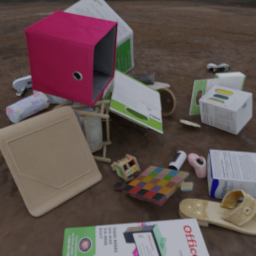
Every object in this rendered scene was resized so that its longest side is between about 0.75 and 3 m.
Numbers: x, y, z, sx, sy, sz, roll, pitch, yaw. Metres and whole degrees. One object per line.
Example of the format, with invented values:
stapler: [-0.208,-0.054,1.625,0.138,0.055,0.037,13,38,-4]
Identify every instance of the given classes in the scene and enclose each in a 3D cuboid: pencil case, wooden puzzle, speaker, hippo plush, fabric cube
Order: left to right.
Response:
pencil case: [-4.049,-0.830,11.403,0.786,0.721,1.734,24,39,27]
wooden puzzle: [-2.113,0.821,7.721,2.245,2.427,0.452,-26,2,-35]
fabric cube: [-1.658,-2.214,8.726,2.067,2.035,2.074,16,41,9]
hippo plush: [-1.726,-0.782,10.140,2.428,1.952,1.934,-16,35,-24]
wooden puzzle: [0.724,1.512,7.603,2.240,0.157,1.328,4,27,46]
speaker: [1.531,1.072,8.723,0.329,0.329,0.810,17,36,25]

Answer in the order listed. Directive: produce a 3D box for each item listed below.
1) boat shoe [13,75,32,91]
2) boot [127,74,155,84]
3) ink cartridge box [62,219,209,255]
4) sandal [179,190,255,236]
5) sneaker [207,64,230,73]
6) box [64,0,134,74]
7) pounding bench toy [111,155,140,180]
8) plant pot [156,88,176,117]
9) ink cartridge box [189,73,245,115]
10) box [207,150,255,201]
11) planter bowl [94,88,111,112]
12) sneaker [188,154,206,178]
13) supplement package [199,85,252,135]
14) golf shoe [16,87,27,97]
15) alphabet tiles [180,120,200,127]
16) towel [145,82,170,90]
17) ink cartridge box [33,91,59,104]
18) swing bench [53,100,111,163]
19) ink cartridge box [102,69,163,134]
boat shoe: [-4.709,-2.407,14.016,2.121,0.742,0.703,-22,39,-19]
boot: [0.642,-2.474,13.956,1.347,0.489,1.224,-17,42,12]
ink cartridge box: [0.179,2.829,5.069,2.668,1.120,1.932,-3,35,-5]
sandal: [2.599,1.922,6.829,2.626,0.864,0.963,3,33,5]
sneaker: [5.036,-3.272,15.644,1.262,0.467,0.500,5,41,20]
box: [-1.384,-3.538,11.985,2.282,2.651,2.665,-37,74,-9]
pounding bench toy: [-0.099,1.113,8.370,0.586,0.467,0.751,-30,23,-26]
plant pot: [1.529,-1.084,11.463,1.156,1.156,0.534,24,28,33]
ink cartridge box: [3.530,-1.380,11.415,2.192,1.595,0.526,-5,33,-10]
box: [2.985,1.323,7.893,1.386,0.727,1.275,4,33,9]
planter bowl: [-0.823,-1.242,11.598,1.799,0.749,1.799,22,50,-29]
sneaker: [2.125,1.000,8.608,0.396,0.549,1.051,-12,33,-2]
supplement package: [3.625,-0.712,10.434,1.489,1.122,1.130,25,56,41]
golf shoe: [-5.039,-1.746,13.273,0.367,0.302,0.776,1,31,1]
alphabet tiles: [2.354,-0.167,10.619,0.737,0.055,0.753,7,12,-38]
towel: [1.221,-1.977,13.572,0.911,0.237,1.375,-26,31,-33]
ink cartridge box: [-3.132,-1.765,12.788,2.003,0.830,1.460,1,32,2]
swing bench: [-1.437,0.117,8.915,1.754,1.744,1.138,0,32,-2]
ink cartridge box: [0.095,-0.716,10.183,2.040,1.046,2.761,25,34,-15]
